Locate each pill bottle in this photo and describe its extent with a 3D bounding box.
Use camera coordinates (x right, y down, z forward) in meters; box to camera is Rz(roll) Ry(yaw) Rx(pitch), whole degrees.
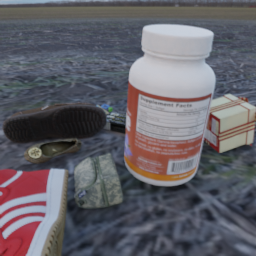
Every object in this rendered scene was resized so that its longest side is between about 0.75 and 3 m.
[{"bbox_3d":[0.731,-0.408,5.176,1.514,2.700,1.514,3,28,-2],"label":"pill bottle"}]

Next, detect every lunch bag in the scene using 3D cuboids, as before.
[{"bbox_3d":[-0.591,1.006,5.212,0.830,0.690,0.990,-14,29,-6],"label":"lunch bag"}]

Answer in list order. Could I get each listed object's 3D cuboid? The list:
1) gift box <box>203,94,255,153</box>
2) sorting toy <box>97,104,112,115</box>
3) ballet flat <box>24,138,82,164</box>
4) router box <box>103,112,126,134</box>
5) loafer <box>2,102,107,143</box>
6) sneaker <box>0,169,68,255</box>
[{"bbox_3d":[2.529,-0.070,6.982,1.146,1.133,1.228,-17,35,-14],"label":"gift box"},{"bbox_3d":[-1.032,-0.514,8.785,1.210,0.165,0.681,-27,43,-33],"label":"sorting toy"},{"bbox_3d":[-1.642,0.470,6.338,1.408,0.326,0.474,-10,65,-43],"label":"ballet flat"},{"bbox_3d":[-0.192,-0.147,8.037,1.017,0.260,0.758,13,29,25],"label":"router box"},{"bbox_3d":[-1.908,-0.287,7.495,2.646,0.966,0.939,-4,27,-8],"label":"loafer"},{"bbox_3d":[-1.718,1.401,3.700,1.675,1.061,2.978,4,15,-9],"label":"sneaker"}]
